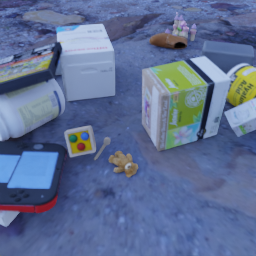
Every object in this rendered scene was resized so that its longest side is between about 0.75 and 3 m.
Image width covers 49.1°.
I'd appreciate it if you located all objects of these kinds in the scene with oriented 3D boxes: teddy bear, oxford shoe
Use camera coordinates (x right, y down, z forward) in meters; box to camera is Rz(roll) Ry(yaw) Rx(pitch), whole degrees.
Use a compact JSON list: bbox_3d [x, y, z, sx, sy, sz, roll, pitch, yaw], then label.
[{"bbox_3d":[-0.138,0.912,7.400,0.634,0.292,0.874,-17,43,-16],"label":"teddy bear"},{"bbox_3d":[1.875,-3.970,12.954,1.778,0.634,0.634,1,45,-1],"label":"oxford shoe"}]

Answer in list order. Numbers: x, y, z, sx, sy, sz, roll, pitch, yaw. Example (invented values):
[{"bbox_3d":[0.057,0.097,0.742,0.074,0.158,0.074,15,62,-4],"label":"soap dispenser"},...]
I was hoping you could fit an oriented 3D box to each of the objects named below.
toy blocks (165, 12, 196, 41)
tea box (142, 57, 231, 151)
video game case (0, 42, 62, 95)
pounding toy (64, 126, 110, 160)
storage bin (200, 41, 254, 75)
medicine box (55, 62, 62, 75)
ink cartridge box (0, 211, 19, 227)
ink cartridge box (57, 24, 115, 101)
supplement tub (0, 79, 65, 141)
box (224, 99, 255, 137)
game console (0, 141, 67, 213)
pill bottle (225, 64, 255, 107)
[{"bbox_3d":[2.514,-4.898,13.649,1.321,1.112,1.235,-15,43,-17],"label":"toy blocks"},{"bbox_3d":[1.497,-0.674,7.877,1.969,2.002,1.337,-15,44,-12],"label":"tea box"},{"bbox_3d":[-3.191,-1.610,7.913,2.539,0.324,2.295,-15,34,4],"label":"video game case"},{"bbox_3d":[-1.007,0.444,7.369,1.090,0.958,0.499,-12,7,-1],"label":"pounding toy"},{"bbox_3d":[3.555,-2.331,10.343,2.183,1.466,1.589,11,41,12],"label":"storage bin"},{"bbox_3d":[-3.237,-2.586,11.335,0.989,0.559,1.086,-9,41,-11],"label":"medicine box"},{"bbox_3d":[-2.936,1.688,6.365,0.996,0.420,0.727,18,43,18],"label":"ink cartridge box"},{"bbox_3d":[-1.548,-2.441,10.203,1.786,1.778,2.435,-8,41,-9],"label":"ink cartridge box"},{"bbox_3d":[-3.120,-0.645,8.272,1.521,1.521,2.098,32,49,32],"label":"supplement tub"},{"bbox_3d":[3.270,-0.258,7.625,0.945,1.071,0.518,-28,63,22],"label":"box"},{"bbox_3d":[-2.637,1.029,6.664,2.118,0.372,2.395,7,27,-8],"label":"game console"},{"bbox_3d":[4.212,-0.915,8.729,1.360,1.360,2.444,-19,43,-21],"label":"pill bottle"}]
